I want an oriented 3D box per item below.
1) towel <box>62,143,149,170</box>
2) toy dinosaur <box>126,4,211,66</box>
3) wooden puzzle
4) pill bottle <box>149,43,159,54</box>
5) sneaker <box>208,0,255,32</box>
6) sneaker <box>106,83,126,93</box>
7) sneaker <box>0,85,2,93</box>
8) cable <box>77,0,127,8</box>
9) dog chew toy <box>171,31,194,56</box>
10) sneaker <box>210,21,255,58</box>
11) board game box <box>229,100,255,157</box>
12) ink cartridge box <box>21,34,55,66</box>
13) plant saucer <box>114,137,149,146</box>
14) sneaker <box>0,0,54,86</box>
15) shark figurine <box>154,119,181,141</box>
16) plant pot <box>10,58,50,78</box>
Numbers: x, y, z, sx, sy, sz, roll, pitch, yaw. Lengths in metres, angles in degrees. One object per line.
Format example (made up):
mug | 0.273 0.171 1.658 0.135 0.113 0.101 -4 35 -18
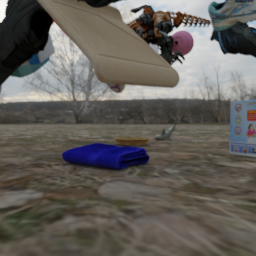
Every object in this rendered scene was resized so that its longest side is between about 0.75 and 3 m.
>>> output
towel | -0.523 0.612 6.498 1.711 0.424 1.264 1 1 34
toy dinosaur | 0.886 -2.701 8.082 2.774 1.883 1.417 -9 2 29
wooden puzzle | -0.425 -1.947 6.292 2.665 2.881 0.536 -6 -37 -48
pill bottle | 0.003 -2.700 10.698 2.193 1.313 1.313 -21 -11 34
sneaker | 2.959 -3.227 7.326 2.024 0.874 0.786 -6 38 50
sneaker | -0.318 -2.324 9.628 0.876 2.339 1.165 15 39 28
sneaker | -4.977 -1.944 8.453 1.434 1.124 2.886 -10 -38 7
cable | -0.450 -3.056 5.758 1.614 1.316 0.410 -39 -18 -19
dog chew toy | 1.658 -2.722 9.035 0.835 0.835 1.341 1 16 20
sneaker | 3.792 -2.797 9.244 1.054 1.180 2.880 1 42 -26
board game box | 3.554 0.015 7.578 0.441 1.545 1.578 -1 3 -35
ink cartridge box | -3.000 -2.200 7.990 1.441 0.610 1.041 -3 32 13
plant saucer | 0.146 0.543 11.263 1.419 0.251 1.419 0 2 0
sneaker | -2.652 -2.024 6.630 1.270 2.798 1.062 40 11 26
shark figurine | 1.988 0.277 13.325 0.601 1.440 0.860 50 2 37
plant pot | -3.785 -2.554 9.927 1.172 1.173 1.660 10 45 11
